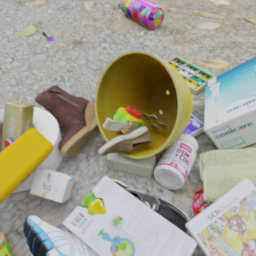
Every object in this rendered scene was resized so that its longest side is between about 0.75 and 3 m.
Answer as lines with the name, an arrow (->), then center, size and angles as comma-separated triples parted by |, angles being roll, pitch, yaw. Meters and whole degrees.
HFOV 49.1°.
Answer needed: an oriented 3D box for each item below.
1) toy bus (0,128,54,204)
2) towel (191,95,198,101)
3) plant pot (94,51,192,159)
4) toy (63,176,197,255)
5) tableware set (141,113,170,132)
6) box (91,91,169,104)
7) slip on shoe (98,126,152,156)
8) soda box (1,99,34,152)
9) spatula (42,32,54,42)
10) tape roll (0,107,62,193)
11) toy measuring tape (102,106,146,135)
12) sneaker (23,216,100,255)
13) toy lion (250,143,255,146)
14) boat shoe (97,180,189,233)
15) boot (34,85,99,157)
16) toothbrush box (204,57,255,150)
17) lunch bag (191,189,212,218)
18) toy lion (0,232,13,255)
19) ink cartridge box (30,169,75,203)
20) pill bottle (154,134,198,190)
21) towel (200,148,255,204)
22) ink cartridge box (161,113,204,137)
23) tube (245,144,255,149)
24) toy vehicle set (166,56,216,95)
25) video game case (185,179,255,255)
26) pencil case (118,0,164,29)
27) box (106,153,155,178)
toy bus -> -2.745, 1.094, 6.088 | 0.781, 0.940, 2.400 | 44, 48, -6
towel -> 1.744, -0.914, 9.618 | 0.890, 0.219, 1.200 | -24, 15, -15
plant pot -> 0.712, -0.658, 7.922 | 2.762, 2.762, 1.961 | 35, 26, 31
toy -> 0.009, 2.223, 5.781 | 2.386, 0.563, 1.374 | 34, 58, 16
tableware set -> 0.761, -0.159, 8.138 | 0.102, 0.878, 0.733 | -55, 24, -19
box -> 0.289, -1.217, 9.988 | 2.851, 0.495, 1.569 | -28, 43, -28
slip on shoe -> -0.055, 0.449, 7.391 | 1.512, 0.575, 0.458 | -23, 76, -26
soda box -> -3.067, 0.131, 7.760 | 0.585, 1.728, 0.553 | 16, 19, 12
spatula -> -4.057, -4.563, 13.989 | 0.309, 0.112, 1.092 | -28, 50, -27
tape roll -> -3.208, 0.517, 7.986 | 2.623, 0.917, 2.623 | 0, 43, 0
toy measuring tape -> -0.215, -0.225, 7.597 | 0.848, 0.848, 2.304 | 26, 10, 25
sneaker -> -1.153, 2.631, 5.910 | 2.594, 0.972, 1.124 | 30, 36, 26
toy lion -> 4.119, -0.098, 8.975 | 1.530, 0.525, 1.467 | -12, 37, -5
boat shoe -> 0.325, 1.887, 6.384 | 2.234, 0.755, 0.802 | 23, 86, 9
boot -> -2.024, -0.292, 8.567 | 2.066, 0.899, 2.484 | 29, 36, 5
toothbrush box -> 3.410, -0.748, 8.413 | 1.933, 1.126, 2.641 | -27, 27, 33
lunch bag -> 2.136, 1.863, 6.907 | 1.074, 0.500, 1.220 | 28, 50, 33
toy lion -> -2.866, 3.067, 5.643 | 1.635, 0.561, 1.567 | 29, 58, 27
ink cartridge box -> -1.860, 1.417, 6.938 | 0.840, 0.618, 0.607 | 15, 86, 7
pill bottle -> 1.352, 0.882, 7.646 | 0.834, 0.834, 1.472 | 19, 45, 19
towel -> 2.973, 1.147, 6.789 | 2.380, 0.434, 1.766 | -4, 40, 11
ink cartridge box -> 1.550, -0.086, 9.074 | 1.367, 0.297, 1.355 | -24, 48, -21
tube -> 3.581, 0.820, 7.857 | 2.642, 0.767, 0.686 | -19, 74, -11
toy vehicle set -> 2.255, -2.112, 11.090 | 1.249, 0.267, 2.011 | -36, 56, -27
video game case -> 2.403, 2.300, 5.713 | 1.722, 0.217, 1.892 | -32, 78, -13
pencil case -> 0.669, -6.357, 15.113 | 1.272, 1.272, 2.878 | -25, 49, -25
box -> 0.080, 0.961, 7.866 | 1.300, 0.445, 0.534 | 12, 45, 12
